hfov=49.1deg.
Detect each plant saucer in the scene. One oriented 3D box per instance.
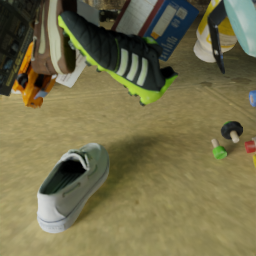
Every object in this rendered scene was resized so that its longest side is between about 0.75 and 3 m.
[{"bbox_3d":[2.268,-2.076,5.535,0.299,1.664,1.664,-24,21,20],"label":"plant saucer"}]

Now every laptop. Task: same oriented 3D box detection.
[{"bbox_3d":[2.778,-2.754,7.631,1.011,1.958,1.735,-12,27,15],"label":"laptop"}]

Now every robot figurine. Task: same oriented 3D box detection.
[{"bbox_3d":[-2.165,-1.662,6.985,1.557,2.148,0.625,41,16,32],"label":"robot figurine"}]

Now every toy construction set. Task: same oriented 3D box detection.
[{"bbox_3d":[3.819,0.472,6.362,2.759,2.301,2.120,4,44,-12],"label":"toy construction set"}]

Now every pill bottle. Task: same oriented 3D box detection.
[{"bbox_3d":[3.133,-3.430,9.291,1.386,2.490,1.386,7,57,-10],"label":"pill bottle"}]

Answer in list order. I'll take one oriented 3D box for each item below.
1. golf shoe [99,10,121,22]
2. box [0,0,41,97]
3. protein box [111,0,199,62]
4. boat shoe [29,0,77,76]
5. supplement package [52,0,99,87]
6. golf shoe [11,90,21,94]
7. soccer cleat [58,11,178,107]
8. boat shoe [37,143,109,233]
[{"bbox_3d":[-0.499,-4.110,10.218,1.337,0.516,0.589,-1,32,-22],"label":"golf shoe"},{"bbox_3d":[-2.541,-1.916,5.350,0.614,2.408,1.899,22,0,6],"label":"box"},{"bbox_3d":[0.752,-2.960,7.734,1.657,1.669,1.126,-1,42,-53],"label":"protein box"},{"bbox_3d":[-1.554,-2.142,5.502,0.878,0.876,2.373,-7,69,11],"label":"boat shoe"},{"bbox_3d":[-2.494,-2.987,8.597,2.629,1.981,1.995,20,44,-27],"label":"supplement package"},{"bbox_3d":[-4.469,-1.860,11.948,0.827,0.666,1.701,15,33,-7],"label":"golf shoe"},{"bbox_3d":[-0.070,-1.452,5.431,2.865,1.161,0.967,30,20,-47],"label":"soccer cleat"},{"bbox_3d":[-1.049,0.933,6.096,1.028,0.933,2.795,4,28,8],"label":"boat shoe"}]
